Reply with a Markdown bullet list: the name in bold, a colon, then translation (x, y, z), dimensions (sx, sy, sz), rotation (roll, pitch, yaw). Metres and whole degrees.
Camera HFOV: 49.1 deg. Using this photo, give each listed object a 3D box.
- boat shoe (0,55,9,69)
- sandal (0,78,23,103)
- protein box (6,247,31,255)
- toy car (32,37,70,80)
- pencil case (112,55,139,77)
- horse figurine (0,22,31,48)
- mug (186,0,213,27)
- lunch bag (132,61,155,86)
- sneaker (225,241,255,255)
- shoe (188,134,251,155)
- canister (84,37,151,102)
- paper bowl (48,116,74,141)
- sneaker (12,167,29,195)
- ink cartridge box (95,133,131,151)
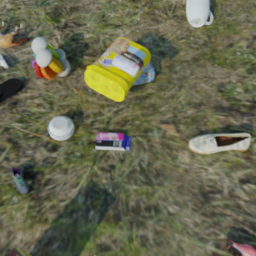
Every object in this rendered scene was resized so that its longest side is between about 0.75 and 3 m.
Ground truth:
- **boat shoe**: translation (-5.800, -2.978, 12.876), dimensions (0.345, 0.380, 1.033), rotation (-35, 51, -9)
- **sandal**: translation (-5.751, -1.305, 11.572), dimensions (1.083, 0.650, 2.884), rotation (37, 64, 21)
- **protein box**: translation (-2.958, 4.348, 7.246), dimensions (1.198, 1.763, 1.775), rotation (33, 63, 20)
- **toy car**: translation (-3.568, -2.891, 12.299), dimensions (1.376, 1.606, 1.836), rotation (-38, 59, 19)
- **pencil case**: translation (-0.082, -2.157, 9.783), dimensions (0.952, 0.396, 0.432), rotation (30, 74, -3)
- **horse figurine**: translation (-6.104, -4.474, 13.599), dimensions (2.523, 0.630, 1.672), rotation (18, 69, 5)
- **mug**: translation (3.714, -5.847, 14.329), dimensions (1.558, 1.151, 1.366), rotation (15, 68, -25)
- **lunch bag**: translation (0.515, -2.461, 12.424), dimensions (1.337, 0.505, 1.071), rotation (-13, 56, -8)
- **sneaker**: translation (3.525, 3.739, 8.526), dimensions (1.154, 0.425, 0.500), rotation (31, 50, 13)
- **shoe**: translation (3.403, 0.501, 10.424), dimensions (2.303, 0.615, 0.805), rotation (-3, 57, -2)
- **canister**: translation (-0.357, -2.431, 11.279), dimensions (1.794, 1.045, 2.415), rotation (28, 58, 9)
- **paper bowl**: translation (-2.599, -0.039, 10.792), dimensions (0.977, 0.508, 0.977), rotation (-1, 55, 1)
- **sneaker**: translation (-3.767, 1.834, 9.664), dimensions (0.381, 0.448, 1.023), rotation (-31, 62, -19)
- **ink cartridge box**: translation (-0.556, 0.525, 10.656), dimensions (1.328, 0.246, 0.629), rotation (3, 57, -1)
